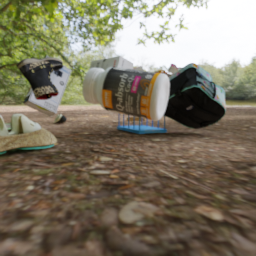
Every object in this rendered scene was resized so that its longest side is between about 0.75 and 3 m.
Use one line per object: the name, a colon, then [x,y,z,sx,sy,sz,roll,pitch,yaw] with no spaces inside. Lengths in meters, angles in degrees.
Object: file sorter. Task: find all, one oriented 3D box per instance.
file sorter: [0.495,-0.404,10.735,1.205,1.066,1.737,-2,6,-29]

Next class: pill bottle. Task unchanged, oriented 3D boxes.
pill bottle: [-0.054,-0.863,6.694,1.900,1.106,1.106,12,10,19]

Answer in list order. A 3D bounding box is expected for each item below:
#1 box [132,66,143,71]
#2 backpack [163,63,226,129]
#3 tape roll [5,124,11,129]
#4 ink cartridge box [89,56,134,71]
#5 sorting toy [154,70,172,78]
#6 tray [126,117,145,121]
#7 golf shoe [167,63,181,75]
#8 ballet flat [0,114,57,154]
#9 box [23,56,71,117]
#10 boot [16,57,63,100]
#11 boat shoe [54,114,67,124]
box: [-0.186,-1.486,10.012,1.151,0.981,1.801,-26,14,-18]
backpack: [2.263,-1.006,9.766,2.214,1.697,1.946,32,-43,-24]
tape roll: [-3.781,0.190,8.017,1.997,0.480,1.997,0,7,0]
ink cartridge box: [-0.612,-1.509,8.515,0.614,1.064,1.457,18,-7,-42]
sorting toy: [1.356,-2.177,11.403,0.755,0.183,1.342,7,-7,-6]
tray: [0.428,-0.495,15.762,1.015,0.188,0.501,-1,6,3]
golf shoe: [2.321,-2.646,13.214,1.076,0.492,0.405,21,34,-23]
ballet flat: [-2.764,0.130,6.469,0.988,0.914,2.801,7,9,31]
box: [-3.195,-1.651,11.235,1.218,2.087,0.628,29,-25,-31]
boot: [-2.778,-1.702,9.642,0.662,1.362,1.809,-30,-6,33]
boat shoe: [-3.388,-0.397,13.938,0.402,0.469,1.283,30,-15,-23]
